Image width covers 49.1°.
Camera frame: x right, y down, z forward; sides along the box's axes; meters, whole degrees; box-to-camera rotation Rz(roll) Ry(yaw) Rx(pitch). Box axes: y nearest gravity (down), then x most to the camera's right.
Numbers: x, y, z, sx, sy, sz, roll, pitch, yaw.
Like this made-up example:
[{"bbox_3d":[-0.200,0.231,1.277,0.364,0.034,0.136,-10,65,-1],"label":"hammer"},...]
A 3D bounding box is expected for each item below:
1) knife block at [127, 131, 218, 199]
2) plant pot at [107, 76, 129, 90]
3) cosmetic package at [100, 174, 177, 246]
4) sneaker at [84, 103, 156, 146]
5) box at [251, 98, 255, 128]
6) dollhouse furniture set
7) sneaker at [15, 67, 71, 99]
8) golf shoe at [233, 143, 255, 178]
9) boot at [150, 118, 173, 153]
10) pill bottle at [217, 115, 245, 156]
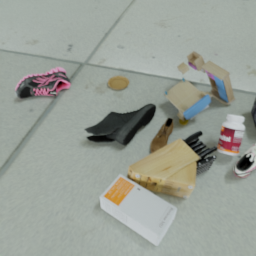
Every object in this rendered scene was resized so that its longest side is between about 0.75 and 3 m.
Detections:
[{"bbox_3d":[1.569,1.003,9.673,2.886,0.923,2.534,11,49,2],"label":"knife block"},{"bbox_3d":[-0.464,-2.146,13.478,1.050,0.144,1.050,0,46,0],"label":"plant pot"},{"bbox_3d":[0.283,2.452,8.555,2.116,0.754,1.073,27,51,23],"label":"cosmetic package"},{"bbox_3d":[-0.223,-0.285,11.112,1.514,0.872,2.903,26,51,26],"label":"sneaker"},{"bbox_3d":[6.033,-0.400,11.132,1.720,1.027,1.749,3,45,6],"label":"box"},{"bbox_3d":[2.820,-1.451,12.302,2.714,1.771,2.562,-38,47,-1],"label":"dollhouse furniture set"},{"bbox_3d":[-3.790,-1.862,12.741,2.577,1.018,1.229,-28,63,-23],"label":"sneaker"},{"bbox_3d":[4.333,0.972,9.510,1.788,0.823,0.649,-46,63,-3],"label":"golf shoe"},{"bbox_3d":[1.316,0.290,10.748,0.641,0.657,1.742,21,52,13],"label":"boot"},{"bbox_3d":[3.715,0.241,10.071,0.778,1.377,0.778,9,9,-1],"label":"pill bottle"}]
